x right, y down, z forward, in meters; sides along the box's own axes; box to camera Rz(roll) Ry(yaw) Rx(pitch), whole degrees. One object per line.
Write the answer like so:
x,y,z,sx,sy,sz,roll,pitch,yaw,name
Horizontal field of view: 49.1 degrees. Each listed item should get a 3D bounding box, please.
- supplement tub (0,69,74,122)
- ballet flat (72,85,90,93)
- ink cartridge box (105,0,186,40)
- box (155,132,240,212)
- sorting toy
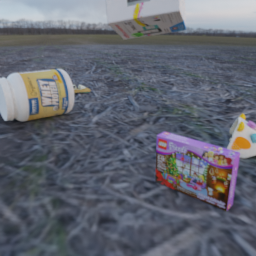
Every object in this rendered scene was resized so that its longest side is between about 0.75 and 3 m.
-3.294,-1.157,9.956,2.330,1.686,1.686,-15,25,-33,supplement tub
-2.498,-1.912,13.806,1.349,0.425,0.463,-10,23,-25,ballet flat
0.558,-3.715,8.298,2.087,1.524,1.531,-3,-1,19,ink cartridge box
1.283,0.807,5.519,1.622,1.110,0.317,16,26,38,box
3.515,0.348,7.568,1.408,0.836,1.564,26,27,12,sorting toy
